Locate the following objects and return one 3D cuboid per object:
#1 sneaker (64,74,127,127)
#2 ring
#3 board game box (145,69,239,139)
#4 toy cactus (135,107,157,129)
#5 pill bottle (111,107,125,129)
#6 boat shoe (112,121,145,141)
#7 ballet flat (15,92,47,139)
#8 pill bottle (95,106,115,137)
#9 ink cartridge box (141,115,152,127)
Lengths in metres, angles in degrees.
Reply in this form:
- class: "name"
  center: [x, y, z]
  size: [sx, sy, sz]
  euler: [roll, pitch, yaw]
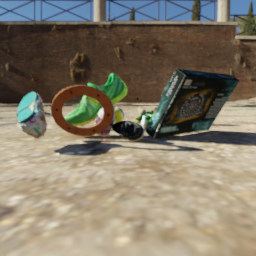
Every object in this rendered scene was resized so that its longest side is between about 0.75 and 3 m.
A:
- class: "sneaker"
  center: [-1.079, -0.819, 8.322]
  size: [2.231, 0.932, 0.826]
  euler: [-39, 22, -16]
- class: "ring"
  center: [-1.143, -0.417, 7.085]
  size: [1.576, 1.576, 0.151]
  euler: [-1, 41, -5]
- class: "board game box"
  center: [1.945, -0.680, 8.198]
  size: [2.908, 1.967, 0.409]
  euler: [-5, 40, -44]
- class: "toy cactus"
  center: [0.579, -0.425, 9.423]
  size: [1.065, 0.545, 0.879]
  euler: [-35, 51, -8]
- class: "pill bottle"
  center: [-0.605, -0.311, 9.929]
  size: [0.572, 0.572, 1.021]
  euler: [4, 27, 32]
- class: "boat shoe"
  center: [-0.043, 0.031, 7.431]
  size: [0.429, 0.484, 1.295]
  euler: [16, 2, -30]
- class: "ballet flat"
  center: [-2.284, -0.274, 6.717]
  size: [0.743, 0.628, 1.965]
  euler: [-33, 29, 1]
- class: "pill bottle"
  center: [-0.643, -0.225, 7.909]
  size: [0.486, 0.872, 0.486]
  euler: [13, 37, -10]
- class: "ink cartridge box"
  center: [1.089, -0.236, 10.369]
  size: [1.148, 0.482, 0.831]
  euler: [0, 6, -4]
